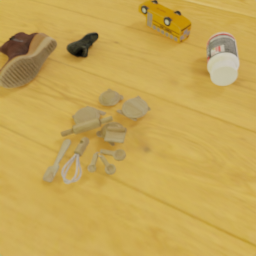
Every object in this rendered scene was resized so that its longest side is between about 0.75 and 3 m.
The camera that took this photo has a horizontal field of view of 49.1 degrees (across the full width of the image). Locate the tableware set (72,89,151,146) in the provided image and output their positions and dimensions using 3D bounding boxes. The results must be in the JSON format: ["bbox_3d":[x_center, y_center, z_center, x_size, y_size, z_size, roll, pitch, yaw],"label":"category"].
[{"bbox_3d":[-0.570,-0.483,9.358,1.950,0.271,2.334,32,61,27],"label":"tableware set"}]

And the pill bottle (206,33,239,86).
[{"bbox_3d":[3.524,-2.573,10.484,1.123,1.123,1.939,7,52,5],"label":"pill bottle"}]

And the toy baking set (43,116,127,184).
[{"bbox_3d":[-1.262,0.603,8.212,2.650,0.308,2.034,-14,50,-1],"label":"toy baking set"}]

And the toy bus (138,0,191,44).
[{"bbox_3d":[1.560,-4.720,12.293,2.460,0.963,0.801,38,62,26],"label":"toy bus"}]

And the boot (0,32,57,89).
[{"bbox_3d":[-4.349,-2.726,10.923,2.386,1.038,2.869,20,58,34],"label":"boot"}]

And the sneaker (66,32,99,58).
[{"bbox_3d":[-1.696,-3.351,11.486,1.493,0.571,0.855,-35,61,-21],"label":"sneaker"}]
